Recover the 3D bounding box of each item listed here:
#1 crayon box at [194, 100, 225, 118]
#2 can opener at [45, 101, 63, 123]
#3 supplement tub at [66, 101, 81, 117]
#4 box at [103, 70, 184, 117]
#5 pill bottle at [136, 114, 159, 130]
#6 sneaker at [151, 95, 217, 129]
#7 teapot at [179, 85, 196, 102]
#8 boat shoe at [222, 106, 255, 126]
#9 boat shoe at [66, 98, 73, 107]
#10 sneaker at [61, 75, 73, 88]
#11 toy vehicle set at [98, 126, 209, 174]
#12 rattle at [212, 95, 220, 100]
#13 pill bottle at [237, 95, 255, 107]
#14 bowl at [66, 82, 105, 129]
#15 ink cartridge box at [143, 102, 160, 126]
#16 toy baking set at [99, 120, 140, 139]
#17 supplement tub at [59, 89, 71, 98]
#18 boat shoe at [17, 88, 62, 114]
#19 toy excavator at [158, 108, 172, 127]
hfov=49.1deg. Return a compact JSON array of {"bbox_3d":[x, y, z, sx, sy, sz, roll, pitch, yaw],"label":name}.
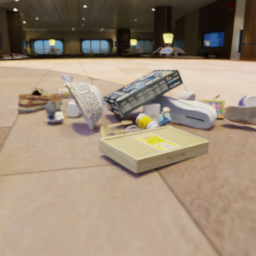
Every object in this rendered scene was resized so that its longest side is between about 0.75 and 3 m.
[{"bbox_3d":[3.546,-0.830,12.275,1.284,0.763,0.374,3,2,8],"label":"crayon box"},{"bbox_3d":[-3.251,-0.873,12.249,0.668,0.837,2.505,-8,23,-14],"label":"can opener"},{"bbox_3d":[-2.346,-0.914,12.695,0.722,0.722,0.993,3,18,10],"label":"supplement tub"},{"bbox_3d":[0.517,-1.565,11.890,2.932,0.675,2.331,-30,18,-11],"label":"box"},{"bbox_3d":[0.727,-0.126,10.292,0.483,0.483,0.884,-14,36,-37],"label":"pill bottle"},{"bbox_3d":[2.222,-0.703,11.654,2.994,1.093,1.060,24,29,30],"label":"sneaker"},{"bbox_3d":[2.866,-1.507,13.911,0.653,0.894,0.883,41,5,34],"label":"teapot"},{"bbox_3d":[4.707,-0.435,10.853,1.961,0.742,0.704,15,-8,28],"label":"boat shoe"},{"bbox_3d":[-2.934,-1.398,14.676,0.374,0.329,1.052,9,31,22],"label":"boat shoe"},{"bbox_3d":[-2.961,-2.199,13.277,0.382,0.600,1.038,9,6,-37],"label":"sneaker"},{"bbox_3d":[0.804,0.540,8.422,2.876,0.381,1.787,-9,21,-35],"label":"toy vehicle set"},{"bbox_3d":[3.958,-1.397,13.736,0.651,0.911,0.593,39,11,22],"label":"rattle"},{"bbox_3d":[5.593,-1.126,13.035,0.771,0.771,1.332,2,4,5],"label":"pill bottle"},{"bbox_3d":[-1.478,-1.013,10.660,0.931,1.983,1.983,-29,25,-10],"label":"bowl"},{"bbox_3d":[0.925,-0.574,11.402,0.628,0.869,0.639,1,18,-4],"label":"ink cartridge box"},{"bbox_3d":[-0.212,0.245,9.876,1.630,0.247,2.124,1,24,-17],"label":"toy baking set"},{"bbox_3d":[-3.633,-2.025,16.412,0.779,0.566,0.566,-6,19,-17],"label":"supplement tub"},{"bbox_3d":[-4.321,-1.479,13.991,1.053,0.999,2.782,8,20,24],"label":"boat shoe"},{"bbox_3d":[1.379,-0.421,10.683,0.792,0.407,0.814,-30,-32,31],"label":"toy excavator"}]
